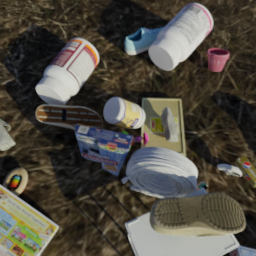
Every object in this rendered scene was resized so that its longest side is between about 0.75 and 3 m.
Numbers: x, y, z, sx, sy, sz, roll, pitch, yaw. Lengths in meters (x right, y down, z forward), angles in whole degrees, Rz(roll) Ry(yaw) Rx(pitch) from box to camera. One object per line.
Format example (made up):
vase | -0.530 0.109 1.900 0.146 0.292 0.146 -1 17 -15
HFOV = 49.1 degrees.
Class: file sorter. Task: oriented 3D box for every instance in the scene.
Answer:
file sorter | 1.374 3.157 7.882 2.461 1.533 1.708 -21 60 -13

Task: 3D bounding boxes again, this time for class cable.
cable | 1.024 1.445 8.579 2.192 2.192 0.759 22 54 1

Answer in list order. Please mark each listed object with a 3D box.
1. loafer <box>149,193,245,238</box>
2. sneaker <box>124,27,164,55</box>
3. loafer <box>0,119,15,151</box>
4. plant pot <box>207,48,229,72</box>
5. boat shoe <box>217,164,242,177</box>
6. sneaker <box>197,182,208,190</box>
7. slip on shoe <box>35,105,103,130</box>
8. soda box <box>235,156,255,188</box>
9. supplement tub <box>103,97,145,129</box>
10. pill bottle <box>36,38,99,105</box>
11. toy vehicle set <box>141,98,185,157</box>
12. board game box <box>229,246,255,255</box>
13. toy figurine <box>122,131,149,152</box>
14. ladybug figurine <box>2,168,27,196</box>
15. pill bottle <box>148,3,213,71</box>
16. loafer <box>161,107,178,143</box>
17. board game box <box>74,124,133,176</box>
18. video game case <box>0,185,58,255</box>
loafer | 1.707 2.232 7.107 2.704 0.923 1.023 9 59 -18
sneaker | 0.904 -4.129 12.699 2.309 0.946 0.853 -28 62 -7
loafer | -4.720 0.029 10.454 0.620 0.621 1.776 -22 68 -19
plant pot | 3.803 -2.885 12.017 0.889 0.796 0.889 1 36 -1
boat shoe | 3.507 1.478 9.674 0.852 0.314 0.279 10 54 8
sneaker | 2.280 2.101 9.103 0.758 0.271 0.303 -48 31 2
slip on shoe | -2.197 -0.374 10.574 2.459 0.745 0.935 6 92 -12
soda box | 3.914 1.409 9.061 0.335 0.316 0.989 -23 55 -8
supplement tub | -0.120 -0.499 10.204 0.977 1.343 0.977 -14 70 41
pill bottle | -2.425 -2.227 11.309 1.502 1.502 2.741 21 60 13
toy vehicle set | 1.290 -0.032 10.613 1.564 0.334 2.517 2 58 1
board game box | 4.143 4.348 7.521 2.797 0.863 2.796 -17 60 -11
toy figurine | 0.227 0.403 9.739 0.925 1.005 0.755 -12 81 28
ladybug figurine | -3.747 1.855 9.383 0.740 0.392 1.090 13 58 8
pill bottle | 2.257 -3.919 12.182 1.612 1.612 2.844 35 71 20
loafer | 1.524 -0.105 10.173 0.482 0.483 1.380 12 61 -32
board game box | -0.786 0.816 9.168 1.863 1.862 0.575 11 52 11
video game case | -3.617 3.139 8.149 2.339 0.268 2.129 35 57 1
